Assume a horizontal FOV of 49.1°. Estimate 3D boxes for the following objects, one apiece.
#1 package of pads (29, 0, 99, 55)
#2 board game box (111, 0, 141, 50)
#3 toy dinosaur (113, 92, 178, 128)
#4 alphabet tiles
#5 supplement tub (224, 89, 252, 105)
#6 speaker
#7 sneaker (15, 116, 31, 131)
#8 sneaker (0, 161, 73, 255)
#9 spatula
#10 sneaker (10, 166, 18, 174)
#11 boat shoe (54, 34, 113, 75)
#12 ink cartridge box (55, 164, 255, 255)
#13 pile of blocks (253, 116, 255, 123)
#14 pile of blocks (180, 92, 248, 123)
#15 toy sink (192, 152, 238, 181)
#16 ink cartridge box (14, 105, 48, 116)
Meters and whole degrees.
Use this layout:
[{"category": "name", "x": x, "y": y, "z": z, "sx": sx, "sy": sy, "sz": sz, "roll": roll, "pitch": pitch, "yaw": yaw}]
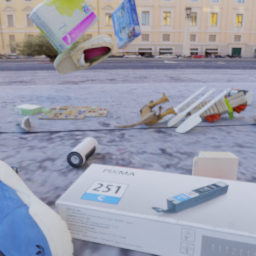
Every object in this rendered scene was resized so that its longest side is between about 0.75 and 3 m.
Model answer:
[{"category": "package of pads", "x": -2.330, "y": -4.090, "z": 10.386, "sx": 0.759, "sy": 1.720, "sz": 2.227, "roll": -12, "pitch": 36, "yaw": 49}, {"category": "board game box", "x": -0.115, "y": -4.122, "z": 11.120, "sx": 0.330, "sy": 1.521, "sz": 1.513, "roll": -9, "pitch": -4, "yaw": -29}, {"category": "toy dinosaur", "x": 0.722, "y": -0.363, "z": 9.178, "sx": 1.573, "sy": 0.895, "sz": 2.962, "roll": -32, "pitch": 2, "yaw": 15}, {"category": "alphabet tiles", "x": -2.030, "y": -0.615, "z": 10.988, "sx": 2.417, "sy": 0.091, "sz": 2.020, "roll": 0, "pitch": 16, "yaw": 0}, {"category": "supplement tub", "x": 5.003, "y": -1.427, "z": 12.775, "sx": 0.667, "sy": 0.667, "sz": 1.089, "roll": -12, "pitch": 20, "yaw": -36}, {"category": "speaker", "x": -1.032, "y": 0.550, "z": 6.456, "sx": 0.405, "sy": 0.405, "sz": 0.997, "roll": 4, "pitch": 16, "yaw": 13}, {"category": "sneaker", "x": -3.345, "y": -0.093, "z": 8.856, "sx": 0.454, "sy": 0.413, "sz": 1.106, "roll": -16, "pitch": 11, "yaw": -14}, {"category": "sneaker", "x": -1.989, "y": 1.136, "z": 3.365, "sx": 2.588, "sy": 0.993, "sz": 1.440, "roll": 23, "pitch": 18, "yaw": 39}, {"category": "spatula", "x": 2.178, "y": -0.673, "z": 9.317, "sx": 2.361, "sy": 0.190, "sz": 1.641, "roll": -35, "pitch": 23, "yaw": -16}, {"category": "sneaker", "x": -2.388, "y": 0.872, "z": 5.472, "sx": 0.283, "sy": 0.331, "sz": 0.806, "roll": 0, "pitch": 16, "yaw": 0}, {"category": "boat shoe", "x": -1.718, "y": -2.722, "z": 10.755, "sx": 2.552, "sy": 0.941, "sz": 0.883, "roll": -26, "pitch": 42, "yaw": 11}, {"category": "ink cartridge box", "x": 0.651, "y": 1.014, "z": 4.512, "sx": 2.738, "sy": 0.612, "sz": 2.412, "roll": 5, "pitch": 18, "yaw": 16}, {"category": "pile of blocks", "x": 4.436, "y": -0.072, "z": 8.592, "sx": 0.585, "sy": 0.772, "sz": 1.882, "roll": -43, "pitch": 5, "yaw": 5}, {"category": "pile of blocks", "x": 3.110, "y": -0.512, "z": 9.874, "sx": 2.484, "sy": 1.020, "sz": 0.772, "roll": -11, "pitch": 60, "yaw": -6}, {"category": "toy sink", "x": 1.558, "y": 0.746, "z": 5.240, "sx": 0.818, "sy": 0.533, "sz": 0.458, "roll": 0, "pitch": 10, "yaw": -3}, {"category": "ink cartridge box", "x": -3.802, "y": -0.780, "z": 11.264, "sx": 0.889, "sy": 0.293, "sz": 1.222, "roll": 8, "pitch": 19, "yaw": 24}]
